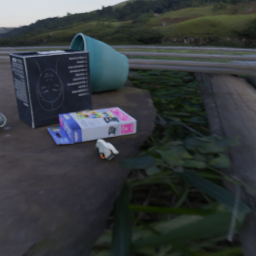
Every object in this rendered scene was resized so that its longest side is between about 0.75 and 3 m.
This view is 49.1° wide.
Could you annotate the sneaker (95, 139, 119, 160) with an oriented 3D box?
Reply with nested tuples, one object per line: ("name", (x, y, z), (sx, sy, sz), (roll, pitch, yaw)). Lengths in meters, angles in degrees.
("sneaker", (-0.710, 0.630, 8.030), (0.439, 0.410, 1.108), (-49, 26, -14))

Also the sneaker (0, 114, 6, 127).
("sneaker", (-5.177, -0.254, 9.941), (2.410, 0.808, 1.082), (-7, -30, 46))

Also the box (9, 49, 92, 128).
("box", (-2.908, -1.639, 10.907), (2.609, 2.565, 1.617), (-16, 25, -36))

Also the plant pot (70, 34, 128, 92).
("plant pot", (-1.597, -3.233, 15.148), (2.772, 2.950, 2.950), (7, 15, -30))

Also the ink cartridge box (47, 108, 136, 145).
("ink cartridge box", (-1.286, -0.117, 9.730), (2.743, 0.576, 1.637), (-11, 24, -23))
